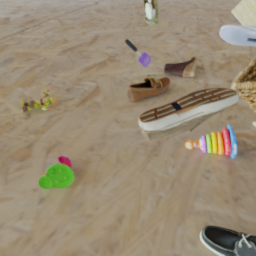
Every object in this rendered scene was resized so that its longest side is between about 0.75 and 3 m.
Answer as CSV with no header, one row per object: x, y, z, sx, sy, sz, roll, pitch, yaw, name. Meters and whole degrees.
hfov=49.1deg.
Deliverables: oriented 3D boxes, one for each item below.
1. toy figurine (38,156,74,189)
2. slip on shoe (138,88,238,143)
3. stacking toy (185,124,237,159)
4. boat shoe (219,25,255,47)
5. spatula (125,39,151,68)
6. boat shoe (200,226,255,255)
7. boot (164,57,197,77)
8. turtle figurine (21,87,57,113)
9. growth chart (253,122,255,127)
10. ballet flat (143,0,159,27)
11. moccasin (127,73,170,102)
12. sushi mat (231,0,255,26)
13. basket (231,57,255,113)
-1.867,1.126,7.491,0.955,0.717,0.879,-26,21,6,toy figurine
1.275,-0.248,5.881,2.085,0.632,0.793,-20,29,0,slip on shoe
2.417,0.452,8.294,1.453,0.843,0.797,-5,30,13,stacking toy
3.025,-2.374,7.120,1.352,0.497,0.442,18,53,9,boat shoe
0.321,-2.529,9.366,0.394,1.393,0.143,-52,50,5,spatula
2.415,2.329,5.598,1.897,0.642,0.681,14,39,21,boat shoe
2.474,-2.955,13.144,1.424,0.619,1.712,11,40,12,boot
-3.235,-0.956,10.388,1.299,0.519,1.610,-13,40,-6,turtle figurine
5.262,0.014,9.304,2.092,0.186,1.514,-8,35,-12,growth chart
0.654,-3.842,8.548,0.500,1.413,0.500,-8,5,1,ballet flat
0.847,-1.702,11.206,2.042,0.788,0.747,-18,39,-24,moccasin
4.185,-3.388,8.941,0.112,0.882,1.843,-30,80,-41,sushi mat
4.097,-1.303,6.498,1.981,1.898,2.659,48,57,4,basket
